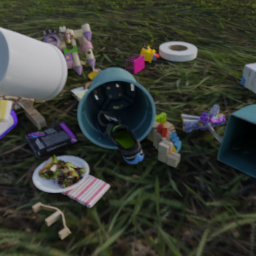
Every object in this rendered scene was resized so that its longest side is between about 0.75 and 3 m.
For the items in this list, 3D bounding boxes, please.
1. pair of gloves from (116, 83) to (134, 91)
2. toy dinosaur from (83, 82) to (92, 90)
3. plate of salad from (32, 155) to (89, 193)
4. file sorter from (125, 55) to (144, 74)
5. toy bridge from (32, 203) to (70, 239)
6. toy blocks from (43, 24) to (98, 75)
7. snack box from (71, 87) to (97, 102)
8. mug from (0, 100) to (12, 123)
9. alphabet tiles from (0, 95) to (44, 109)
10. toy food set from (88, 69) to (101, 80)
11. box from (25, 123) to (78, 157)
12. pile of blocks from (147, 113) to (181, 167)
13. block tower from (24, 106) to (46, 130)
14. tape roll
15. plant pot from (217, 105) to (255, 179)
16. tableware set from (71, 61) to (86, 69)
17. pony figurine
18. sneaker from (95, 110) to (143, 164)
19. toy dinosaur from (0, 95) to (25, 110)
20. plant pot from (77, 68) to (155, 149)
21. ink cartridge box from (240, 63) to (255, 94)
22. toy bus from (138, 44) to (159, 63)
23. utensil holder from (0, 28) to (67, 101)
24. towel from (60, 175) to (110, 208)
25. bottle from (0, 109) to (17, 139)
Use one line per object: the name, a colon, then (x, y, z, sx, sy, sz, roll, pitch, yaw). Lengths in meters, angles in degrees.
pair of gloves: (-0.286, -2.029, 13.731, 1.344, 0.236, 1.143, -7, 33, -1)
toy dinosaur: (-1.418, -2.215, 13.757, 0.958, 0.545, 1.804, 36, 36, 23)
plate of salad: (-2.077, 1.324, 8.647, 1.716, 0.412, 1.716, -1, 30, 1)
file sorter: (0.364, -3.575, 15.605, 0.651, 0.722, 1.038, 18, 39, 28)
toy bridge: (-2.011, 2.442, 7.581, 1.414, 0.192, 0.475, 26, 40, 34)
toy blocks: (-2.997, -3.877, 14.786, 2.576, 2.320, 2.756, -16, 10, -17)
snack box: (-2.070, -1.515, 13.108, 0.731, 0.233, 1.258, -22, 41, -27)
mug: (-4.607, -0.580, 9.882, 0.732, 0.750, 0.914, -1, -5, 43)
alphabet tiles: (-5.009, -1.485, 13.121, 2.344, 0.171, 2.292, -3, 35, -5)
toy food set: (-1.711, -2.727, 14.755, 0.522, 0.290, 0.888, 32, 53, 32)
box: (-2.832, 0.400, 10.384, 1.617, 0.292, 1.156, -20, 39, -28)
pile of blocks: (1.307, 0.095, 10.254, 1.226, 0.928, 2.986, -10, 37, -14)
block tower: (-3.803, -0.432, 11.467, 0.390, 0.365, 1.350, -26, 44, -27)
tape roll: (3.114, -4.810, 17.567, 2.381, 0.435, 2.381, 0, 36, 0)
plant pot: (4.551, 0.223, 9.438, 1.779, 1.780, 2.518, 27, 38, 32)
tableware set: (-2.900, -3.594, 16.075, 0.616, 0.187, 0.931, 19, 40, 18)
pony figurine: (2.897, -0.221, 10.475, 1.694, 1.411, 1.635, -5, 14, 8)
sneaker: (-0.311, 0.127, 9.741, 0.904, 1.056, 2.549, -29, 52, -16)
toy dinosaur: (-4.654, -0.991, 10.848, 1.208, 0.518, 0.818, 3, 6, -41)
plant pot: (-0.491, -0.982, 10.607, 2.650, 2.650, 2.596, -3, 27, -4)
ink cartridge box: (6.438, -2.372, 13.614, 1.038, 1.043, 1.421, -12, 38, -17)
toy bus: (1.275, -4.436, 16.815, 1.169, 0.826, 1.217, 16, 34, 0)
utensil holder: (-4.369, -2.409, 11.104, 2.548, 2.548, 2.998, 18, 9, 23)
towel: (-1.375, 1.819, 8.490, 1.378, 0.206, 1.009, 20, 37, 25)
bottle: (-5.258, 0.210, 10.109, 1.146, 0.896, 2.744, 10, 37, 16)
